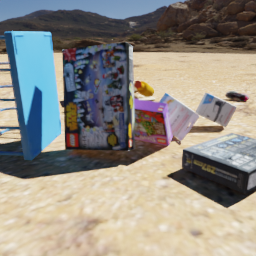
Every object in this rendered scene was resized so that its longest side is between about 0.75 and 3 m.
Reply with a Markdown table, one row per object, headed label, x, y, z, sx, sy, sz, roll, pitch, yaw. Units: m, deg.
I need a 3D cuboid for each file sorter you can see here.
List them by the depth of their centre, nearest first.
| label | x | y | z | sx | sy | sz | roll | pitch | yaw |
| --- | --- | --- | --- | --- | --- | --- | --- | --- | --- |
| file sorter | -3.003 | -0.910 | 7.168 | 1.761 | 2.871 | 1.992 | 1 | 18 | 9 |

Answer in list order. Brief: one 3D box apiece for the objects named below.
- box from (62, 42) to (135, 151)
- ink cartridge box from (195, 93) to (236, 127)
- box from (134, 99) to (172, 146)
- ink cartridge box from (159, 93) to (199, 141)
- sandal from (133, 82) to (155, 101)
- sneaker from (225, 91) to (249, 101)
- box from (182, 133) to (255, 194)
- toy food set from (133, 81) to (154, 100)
| label | x | y | z | sx | sy | sz | roll | pitch | yaw |
| --- | --- | --- | --- | --- | --- | --- | --- | --- | --- |
| box | -0.726 | -0.705 | 6.791 | 1.702 | 2.486 | 0.496 | -1 | 2 | 21 |
| ink cartridge box | 2.786 | -0.578 | 8.900 | 1.017 | 0.735 | 0.428 | 25 | 12 | 0 |
| box | 0.187 | -0.201 | 7.439 | 1.859 | 1.272 | 0.364 | 10 | 53 | 24 |
| ink cartridge box | 1.326 | -0.369 | 8.317 | 0.538 | 0.912 | 1.585 | 30 | 10 | -24 |
| sandal | 0.063 | -1.740 | 12.863 | 2.403 | 0.790 | 0.881 | 8 | 20 | 22 |
| sneaker | 4.890 | -1.435 | 12.583 | 0.999 | 0.403 | 0.373 | 10 | 23 | 27 |
| box | 2.366 | 0.658 | 6.070 | 1.933 | 0.493 | 1.525 | -12 | 21 | -38 |
| toy food set | -0.479 | -1.612 | 10.355 | 2.609 | 1.245 | 1.174 | 32 | 5 | 24 |
